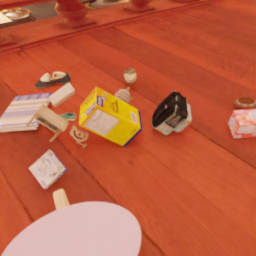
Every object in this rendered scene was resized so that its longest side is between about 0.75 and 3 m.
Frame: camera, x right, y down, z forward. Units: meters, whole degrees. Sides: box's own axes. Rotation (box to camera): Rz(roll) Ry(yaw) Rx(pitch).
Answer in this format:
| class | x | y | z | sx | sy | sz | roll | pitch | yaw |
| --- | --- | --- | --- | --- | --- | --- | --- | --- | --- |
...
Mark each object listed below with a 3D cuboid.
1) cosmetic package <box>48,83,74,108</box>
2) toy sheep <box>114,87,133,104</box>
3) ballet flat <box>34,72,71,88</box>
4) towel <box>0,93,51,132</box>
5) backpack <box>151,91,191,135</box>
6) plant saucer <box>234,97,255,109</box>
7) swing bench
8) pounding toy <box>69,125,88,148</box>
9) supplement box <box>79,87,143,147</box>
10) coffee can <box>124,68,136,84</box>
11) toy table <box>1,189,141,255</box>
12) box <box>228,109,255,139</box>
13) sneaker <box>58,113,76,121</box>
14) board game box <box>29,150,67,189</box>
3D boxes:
| class | x | y | z | sx | sy | sz | roll | pitch | yaw |
| --- | --- | --- | --- | --- | --- | --- | --- | --- | --- |
| cosmetic package | -2.592 | -1.271 | 10.957 | 0.976 | 0.551 | 0.396 | -38 | 89 | -17 |
| toy sheep | -0.243 | -1.265 | 12.046 | 0.779 | 0.779 | 1.130 | 24 | 78 | 26 |
| ballet flat | -3.805 | -2.470 | 14.011 | 1.822 | 0.666 | 0.666 | -12 | 41 | -14 |
| towel | -4.400 | -0.695 | 12.039 | 1.877 | 0.304 | 2.556 | -4 | 37 | 6 |
| backpack | 1.669 | -0.481 | 10.951 | 1.182 | 1.541 | 1.355 | 32 | 39 | -28 |
| plant saucer | 5.188 | -1.125 | 12.339 | 0.965 | 0.177 | 0.965 | -4 | 31 | 2 |
| swing bench | -2.900 | -0.225 | 10.225 | 1.135 | 1.141 | 0.740 | 37 | 46 | -19 |
| pounding toy | -1.772 | 0.300 | 10.432 | 0.510 | 0.891 | 0.511 | -42 | 13 | 2 |
| supplement box | -0.617 | -0.368 | 10.199 | 2.033 | 1.106 | 1.113 | 28 | 34 | -28 |
| coffee can | 0.103 | -2.492 | 13.427 | 0.580 | 0.580 | 0.793 | 3 | -1 | 3 |
| toy table | -1.192 | 2.586 | 6.062 | 2.823 | 1.653 | 2.595 | -10 | 78 | -10 |
| box | 4.881 | -0.183 | 10.890 | 1.657 | 0.850 | 0.785 | -4 | 52 | -3 |
| sneaker | -2.636 | -0.513 | 11.867 | 0.844 | 0.336 | 0.327 | -3 | 40 | -2 |
| board game box | -2.584 | 1.329 | 9.011 | 0.901 | 0.196 | 0.905 | -42 | 68 | -7 |
